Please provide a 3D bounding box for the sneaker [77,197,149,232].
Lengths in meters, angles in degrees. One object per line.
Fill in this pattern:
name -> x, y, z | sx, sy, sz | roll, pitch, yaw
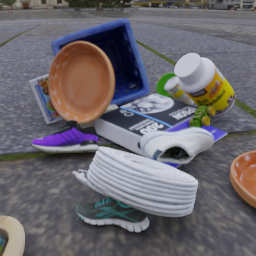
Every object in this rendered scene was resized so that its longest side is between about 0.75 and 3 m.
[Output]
sneaker -> -0.282, 1.450, 5.193 | 1.391, 0.635, 0.540 | 4, 16, 12

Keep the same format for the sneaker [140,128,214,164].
sneaker -> 1.319, 0.523, 6.784 | 2.167, 0.791, 0.767 | -4, 41, -29

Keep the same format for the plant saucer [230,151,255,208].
plant saucer -> 3.439, 1.237, 5.982 | 2.417, 0.390, 2.417 | 1, 26, 0

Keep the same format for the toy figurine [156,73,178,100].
toy figurine -> 1.753, -1.701, 11.529 | 1.466, 1.100, 1.349 | 20, 14, -11

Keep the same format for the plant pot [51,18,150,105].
plant pot -> -0.932, -2.329, 10.284 | 2.678, 2.679, 2.408 | -18, 21, 2

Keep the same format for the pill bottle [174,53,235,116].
pill bottle -> 2.392, -1.352, 8.804 | 2.192, 1.198, 1.198 | 34, 2, -39

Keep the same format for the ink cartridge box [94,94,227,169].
ink cartridge box -> 1.005, -0.089, 8.405 | 2.945, 0.639, 2.918 | 25, 36, 38

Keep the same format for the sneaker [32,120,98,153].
sneaker -> -1.626, 0.216, 7.357 | 1.700, 0.845, 0.591 | 1, -10, -11

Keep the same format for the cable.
cable -> 0.283, 0.964, 5.302 | 2.063, 0.714, 2.064 | 17, 1, 43

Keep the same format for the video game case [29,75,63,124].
video game case -> -1.922, -1.160, 9.105 | 2.055, 1.471, 0.185 | -21, 14, -9

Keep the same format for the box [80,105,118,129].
box -> -0.944, -0.386, 9.125 | 1.289, 0.530, 0.441 | -9, 26, -20

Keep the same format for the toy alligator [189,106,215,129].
toy alligator -> 1.967, -0.171, 7.898 | 0.560, 0.406, 1.691 | -8, 37, 48

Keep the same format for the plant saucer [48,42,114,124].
plant saucer -> -1.359, -1.300, 8.261 | 2.363, 2.363, 0.442 | 15, 12, 27

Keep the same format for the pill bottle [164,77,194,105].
pill bottle -> 1.888, -1.250, 10.166 | 0.626, 1.146, 0.626 | -36, 27, 22

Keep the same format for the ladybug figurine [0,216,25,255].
ladybug figurine -> -2.112, 1.999, 4.208 | 1.068, 0.566, 1.574 | 1, 26, 1
